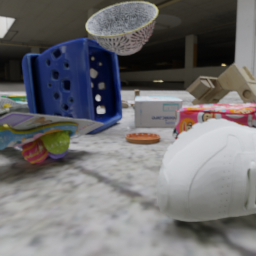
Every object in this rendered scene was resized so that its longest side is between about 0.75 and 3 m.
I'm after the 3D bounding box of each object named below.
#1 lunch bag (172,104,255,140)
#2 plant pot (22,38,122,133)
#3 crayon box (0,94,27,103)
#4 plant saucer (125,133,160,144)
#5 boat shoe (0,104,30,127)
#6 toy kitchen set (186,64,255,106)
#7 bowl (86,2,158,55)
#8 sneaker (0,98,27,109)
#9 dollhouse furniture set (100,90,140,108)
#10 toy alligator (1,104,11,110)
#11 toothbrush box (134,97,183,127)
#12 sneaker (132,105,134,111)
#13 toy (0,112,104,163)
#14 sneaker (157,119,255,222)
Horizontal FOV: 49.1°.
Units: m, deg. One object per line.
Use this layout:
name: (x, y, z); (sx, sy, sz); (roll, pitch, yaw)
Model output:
lunch bag: (2.478, -0.140, 7.206); (2.643, 1.083, 2.328); (-7, 12, -37)
plant pot: (-1.909, -1.382, 9.813); (2.586, 2.876, 2.876); (-4, 9, 18)
crayon box: (-5.788, -1.543, 16.508); (2.835, 0.826, 1.684); (-7, 12, -38)
plant saucer: (0.398, 0.284, 7.561); (0.950, 0.153, 0.950); (0, 10, 0)
boat shoe: (-3.019, -0.044, 6.531); (2.585, 0.823, 0.914); (-8, 1, 37)
toy kitchen set: (4.576, -1.161, 13.515); (2.442, 2.701, 2.994); (-4, -30, -39)
bowl: (-0.112, -2.827, 8.346); (2.106, 0.988, 2.106); (-8, 44, 8)
sneaker: (-4.073, -0.375, 9.228); (1.228, 1.108, 2.998); (-5, -1, 18)
dollhouse furniture set: (-0.525, -1.788, 17.341); (2.411, 1.067, 1.250); (-1, 9, -2)
toy alligator: (-3.253, -0.170, 7.537); (2.414, 0.800, 0.580); (23, 14, -47)
toothbrush box: (1.084, -0.662, 10.739); (1.692, 0.986, 2.311); (0, 11, 3)
sneaker: (0.809, -1.091, 13.815); (1.317, 0.840, 2.280); (1, 10, -10)
toy: (-1.650, 0.302, 5.329); (1.489, 0.610, 2.585); (-22, -16, 22)
sneaker: (1.673, 0.533, 3.373); (2.958, 1.130, 1.191); (-7, 18, -32)
